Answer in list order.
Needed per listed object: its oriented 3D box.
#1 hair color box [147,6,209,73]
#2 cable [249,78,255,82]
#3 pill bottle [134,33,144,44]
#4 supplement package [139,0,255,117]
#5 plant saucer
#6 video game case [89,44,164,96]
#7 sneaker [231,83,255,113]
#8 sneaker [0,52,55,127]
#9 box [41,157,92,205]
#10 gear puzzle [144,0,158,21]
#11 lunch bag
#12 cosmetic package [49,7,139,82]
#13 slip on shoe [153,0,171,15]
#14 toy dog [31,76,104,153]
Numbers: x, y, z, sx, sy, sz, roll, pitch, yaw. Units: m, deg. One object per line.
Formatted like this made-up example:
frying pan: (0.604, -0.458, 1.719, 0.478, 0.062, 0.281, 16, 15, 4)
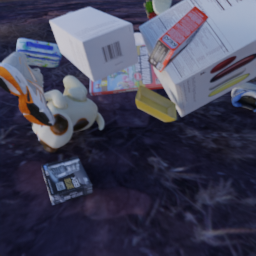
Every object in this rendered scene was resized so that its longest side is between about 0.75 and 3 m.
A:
hair color box: (0.974, -1.738, 5.498, 0.405, 0.703, 1.267, 42, 65, 4)
cable: (5.015, -1.776, 10.767, 0.244, 0.470, 0.968, -41, 52, -14)
pill bottle: (0.751, -3.372, 12.002, 1.020, 1.020, 1.817, 18, 13, 27)
supplement package: (2.242, -2.188, 8.215, 2.844, 2.719, 2.091, -29, 70, 6)
plant saucer: (0.750, -0.641, 7.936, 1.241, 0.301, 1.241, 27, 27, -5)
video game case: (0.018, -2.235, 10.418, 2.882, 0.251, 2.061, -5, 63, 5)
sneaker: (5.698, -1.040, 11.532, 2.910, 1.121, 1.240, 9, 42, 28)
sneaker: (-2.567, -1.021, 7.684, 0.883, 2.333, 1.073, 3, 50, 25)
box: (-1.756, 1.446, 7.920, 1.111, 0.351, 1.409, -12, 33, -21)
gear puzzle: (1.290, -5.285, 12.464, 1.050, 2.027, 0.265, -26, 19, -14)
lunch bag: (-3.232, -2.688, 10.149, 1.559, 0.643, 1.253, 4, -9, -22)
cosmetic package: (-0.933, -2.241, 7.133, 1.312, 1.034, 2.439, -26, 39, -16)
slip on shoe: (1.251, -4.850, 10.545, 0.701, 0.579, 1.894, 2, 59, 0)
toy dog: (-2.260, -0.240, 9.731, 2.437, 1.754, 2.513, 41, 35, -5)
